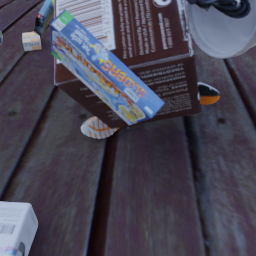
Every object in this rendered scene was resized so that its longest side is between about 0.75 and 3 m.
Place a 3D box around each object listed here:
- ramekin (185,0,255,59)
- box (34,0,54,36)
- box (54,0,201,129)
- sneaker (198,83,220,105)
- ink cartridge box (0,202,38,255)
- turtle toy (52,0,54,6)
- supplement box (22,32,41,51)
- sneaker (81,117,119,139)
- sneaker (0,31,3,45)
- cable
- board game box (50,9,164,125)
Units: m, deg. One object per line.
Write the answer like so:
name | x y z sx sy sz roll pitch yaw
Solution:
ramekin | 3.160 -3.602 8.171 1.497 2.852 2.852 -21 44 -23
box | -2.882 -3.975 9.818 0.304 1.611 1.100 27 80 -19
box | 0.146 -1.625 6.015 2.369 2.884 2.393 -10 72 14
sneaker | 2.240 -1.431 9.726 1.948 0.737 0.896 18 39 19
ink cartridge box | -2.627 2.323 5.040 1.395 0.809 1.890 3 41 4
turtle toy | -1.559 -4.282 9.068 1.393 2.009 2.756 -10 28 29
supplement box | -4.513 -4.073 13.120 0.753 0.439 1.194 -12 41 -13
sneaker | -0.607 -0.240 8.342 1.827 0.715 0.706 -21 34 -31
sneaker | -3.669 -2.410 7.290 0.732 0.547 1.631 9 18 -31
cable | 1.980 -3.767 7.161 2.181 0.679 2.673 -11 53 -32
board game box | -0.321 -0.654 3.524 1.489 1.008 0.256 42 77 -7
